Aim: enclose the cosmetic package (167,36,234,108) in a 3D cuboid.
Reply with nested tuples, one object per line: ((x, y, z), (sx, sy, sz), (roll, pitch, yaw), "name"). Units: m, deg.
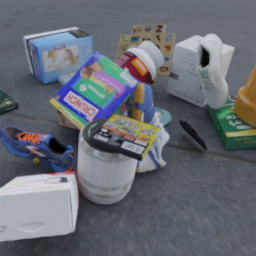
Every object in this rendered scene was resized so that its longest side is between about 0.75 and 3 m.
((2.950, -2.381, 11.671), (1.792, 2.174, 1.793), (29, 43, 29), "cosmetic package")

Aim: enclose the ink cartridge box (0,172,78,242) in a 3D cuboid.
((-1.955, 1.631, 6.273), (1.581, 0.917, 2.142), (-4, -1, -9), "ink cartridge box")

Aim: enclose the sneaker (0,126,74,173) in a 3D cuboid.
((-2.545, 0.466, 8.105), (2.276, 0.893, 0.858), (24, 33, -10), "sneaker")

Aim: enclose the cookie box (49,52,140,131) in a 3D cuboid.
((-0.999, -0.974, 8.878), (1.928, 0.847, 2.254), (39, 83, 20), "cookie box")

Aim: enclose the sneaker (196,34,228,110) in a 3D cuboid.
((2.781, -1.810, 9.704), (0.923, 2.625, 1.052), (0, 25, 38), "sneaker")

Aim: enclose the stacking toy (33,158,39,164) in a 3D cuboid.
((-2.460, 0.905, 8.800), (0.625, 0.195, 0.829), (14, 36, 19), "stacking toy")

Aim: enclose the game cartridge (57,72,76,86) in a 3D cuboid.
((-2.247, -2.313, 13.304), (1.877, 0.380, 1.251), (-22, 44, -28), "game cartridge")

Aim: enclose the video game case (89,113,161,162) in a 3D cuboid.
((-0.041, 0.166, 6.419), (1.285, 0.164, 1.161), (18, 40, 18), "video game case")

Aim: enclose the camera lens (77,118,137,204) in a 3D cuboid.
((-0.536, 0.825, 7.272), (1.527, 1.909, 1.527), (7, 35, -5), "camera lens")

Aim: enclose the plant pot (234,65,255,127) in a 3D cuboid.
((4.902, -1.383, 9.113), (2.383, 2.182, 2.383), (0, 34, 0), "plant pot")

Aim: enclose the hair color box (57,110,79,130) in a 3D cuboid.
((-1.510, -0.475, 9.966), (2.026, 1.107, 0.656), (14, 37, 19), "hair color box")

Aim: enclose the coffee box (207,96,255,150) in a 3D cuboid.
((3.963, -0.300, 10.094), (1.659, 0.593, 2.697), (-3, 35, 3), "coffee box")

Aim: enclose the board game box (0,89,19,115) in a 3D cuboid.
((-5.756, -1.094, 11.558), (1.526, 0.318, 2.255), (-30, 45, -35), "board game box")

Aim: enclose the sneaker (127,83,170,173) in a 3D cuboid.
((0.616, -0.008, 8.069), (1.150, 2.609, 0.982), (-5, 21, -14), "sneaker")

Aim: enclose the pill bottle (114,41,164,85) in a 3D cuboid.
((0.038, -1.944, 10.310), (2.581, 1.458, 1.458), (-44, 48, -8), "pill bottle")

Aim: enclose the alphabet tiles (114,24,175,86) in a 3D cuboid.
((0.647, -3.110, 11.829), (2.472, 0.094, 2.971), (5, 72, 19), "alphabet tiles")

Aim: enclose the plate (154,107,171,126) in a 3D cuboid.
((0.855, -0.510, 10.726), (1.600, 0.205, 1.600), (1, 32, -1), "plate")

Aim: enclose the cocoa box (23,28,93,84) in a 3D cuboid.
((-3.333, -3.617, 13.784), (2.820, 1.881, 1.851), (-23, 41, -29), "cocoa box")

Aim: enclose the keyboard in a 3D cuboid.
((2.063, 0.162, 9.118), (0.137, 0.847, 1.332), (-36, 43, -3), "keyboard")

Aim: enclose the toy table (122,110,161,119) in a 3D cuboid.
((0.253, -0.018, 9.165), (0.967, 1.518, 1.652), (24, 75, 44), "toy table")
